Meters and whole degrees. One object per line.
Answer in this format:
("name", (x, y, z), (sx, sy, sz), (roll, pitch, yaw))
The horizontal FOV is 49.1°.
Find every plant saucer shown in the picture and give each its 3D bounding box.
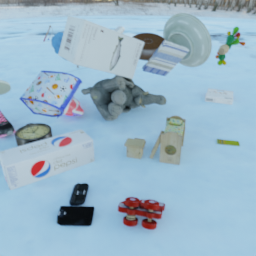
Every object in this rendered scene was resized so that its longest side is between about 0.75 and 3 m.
("plant saucer", (2.451, -3.752, 12.498), (2.537, 2.537, 0.637), (24, 53, 38))
("plant saucer", (0.850, -3.622, 12.170), (2.081, 0.381, 2.081), (1, 46, -1))

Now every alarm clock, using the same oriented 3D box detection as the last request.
("alarm clock", (-3.544, 0.266, 10.508), (1.294, 0.639, 1.919), (-12, 33, -21))

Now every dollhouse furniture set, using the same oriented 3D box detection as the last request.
("dollhouse furniture set", (1.062, 0.106, 10.179), (1.935, 1.216, 2.188), (7, 29, 12))

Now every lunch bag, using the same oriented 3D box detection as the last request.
("lunch bag", (-2.158, -0.969, 8.185), (1.455, 0.901, 1.237), (7, 59, 31))

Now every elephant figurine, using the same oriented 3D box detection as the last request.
("elephant figurine", (-0.110, -1.444, 12.810), (2.076, 2.276, 2.933), (-35, -10, 40))

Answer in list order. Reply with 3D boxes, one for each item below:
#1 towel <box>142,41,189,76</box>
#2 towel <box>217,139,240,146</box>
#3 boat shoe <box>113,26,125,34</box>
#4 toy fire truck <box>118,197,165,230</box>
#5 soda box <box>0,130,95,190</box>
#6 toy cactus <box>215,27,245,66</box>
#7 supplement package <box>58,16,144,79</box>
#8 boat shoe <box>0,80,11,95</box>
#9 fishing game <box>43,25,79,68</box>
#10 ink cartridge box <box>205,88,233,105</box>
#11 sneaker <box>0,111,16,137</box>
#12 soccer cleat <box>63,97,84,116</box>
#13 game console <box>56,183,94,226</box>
("towel", (1.426, -2.660, 10.908), (1.223, 1.665, 0.198), (8, 58, -27))
("towel", (3.776, 0.543, 10.587), (0.811, 0.073, 0.349), (6, 30, 10))
("boat shoe", (-1.163, -4.068, 12.851), (2.154, 0.738, 0.775), (-33, 9, 18))
("toy fire truck", (0.353, 2.091, 7.250), (1.162, 0.651, 0.975), (6, 5, 10))
("soda box", (-2.529, 0.931, 8.993), (2.795, 0.890, 0.952), (-16, 32, -28))
("toy cactus", (3.407, -2.698, 9.628), (0.733, 1.433, 1.182), (40, 42, 11))
("supplement package", (-0.955, -2.841, 10.049), (2.499, 1.461, 1.466), (6, 18, -37))
("boat shoe", (-4.458, -1.372, 8.458), (1.669, 0.582, 0.594), (-2, 49, -25))
("fishing game", (-2.567, -3.258, 11.239), (0.273, 1.755, 1.256), (-20, 49, 42))
("ink cartridge box", (4.683, -1.614, 14.356), (1.339, 0.299, 1.179), (10, 31, 17))
("sneaker", (-5.237, -0.325, 11.278), (0.804, 0.970, 2.035), (-23, 37, -39))
("soccer cleat", (-2.790, -1.166, 13.136), (1.012, 0.943, 2.764), (20, 12, -24))
("game console", (-1.339, 2.048, 7.669), (0.911, 0.186, 1.544), (1, 30, 2))
